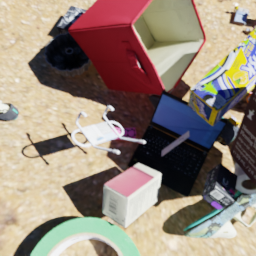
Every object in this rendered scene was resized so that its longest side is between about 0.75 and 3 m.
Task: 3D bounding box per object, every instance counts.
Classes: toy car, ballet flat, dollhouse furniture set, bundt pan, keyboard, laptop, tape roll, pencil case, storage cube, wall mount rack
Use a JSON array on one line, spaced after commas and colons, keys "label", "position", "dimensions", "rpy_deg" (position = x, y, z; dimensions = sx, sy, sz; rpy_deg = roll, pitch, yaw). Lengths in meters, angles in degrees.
[{"label": "toy car", "position": [3.524, -0.661, 8.277], "dimensions": [1.403, 0.688, 0.467], "rpy_deg": [-36, 76, -28]}, {"label": "ballet flat", "position": [2.809, 2.405, 7.581], "dimensions": [2.730, 1.014, 1.014], "rpy_deg": [-31, 68, -12]}, {"label": "dollhouse furniture set", "position": [4.649, -4.337, 10.901], "dimensions": [1.159, 0.756, 1.094], "rpy_deg": [19, 66, 9]}, {"label": "bundt pan", "position": [-2.067, -2.562, 10.102], "dimensions": [1.778, 0.667, 1.778], "rpy_deg": [0, 65, 0]}, {"label": "ballet flat", "position": [1.901, -0.173, 8.756], "dimensions": [2.955, 1.079, 1.079], "rpy_deg": [21, 66, 10]}, {"label": "keyboard", "position": [1.314, 0.453, 7.854], "dimensions": [0.055, 1.030, 0.290], "rpy_deg": [44, 28, -10]}, {"label": "laptop", "position": [1.355, 0.501, 8.065], "dimensions": [2.031, 1.183, 2.291], "rpy_deg": [27, 80, 10]}, {"label": "tape roll", "position": [3.216, 1.281, 7.390], "dimensions": [0.828, 0.828, 0.569], "rpy_deg": [17, 46, 8]}, {"label": "pencil case", "position": [-0.201, 0.173, 8.946], "dimensions": [0.916, 0.415, 0.429], "rpy_deg": [1, 98, -1]}, {"label": "storage cube", "position": [0.379, -2.856, 8.644], "dimensions": [2.688, 2.556, 2.990], "rpy_deg": [13, 60, 42]}, {"label": "tape roll", "position": [-1.058, 3.815, 6.942], "dimensions": [2.995, 0.720, 2.995], "rpy_deg": [-1, 62, 2]}, {"label": "ballet flat", "position": [-4.594, -0.606, 9.168], "dimensions": [1.940, 0.709, 0.709], "rpy_deg": [3, 64, 2]}, {"label": "wall mount rack", "position": [-0.482, 0.141, 7.025], "dimensions": [1.717, 0.640, 1.491], "rpy_deg": [-18, 60, -48]}]

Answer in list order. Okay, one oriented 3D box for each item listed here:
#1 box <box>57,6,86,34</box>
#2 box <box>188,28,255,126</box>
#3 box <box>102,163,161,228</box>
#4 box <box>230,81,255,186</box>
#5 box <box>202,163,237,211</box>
[{"label": "box", "position": [-1.934, -3.950, 10.784], "dimensions": [1.093, 0.625, 1.201], "rpy_deg": [18, 65, 10]}, {"label": "box", "position": [2.898, -1.433, 7.248], "dimensions": [2.902, 1.017, 0.933], "rpy_deg": [-42, 69, -7]}, {"label": "box", "position": [0.106, 1.722, 7.390], "dimensions": [0.808, 0.948, 1.482], "rpy_deg": [21, 28, 33]}, {"label": "box", "position": [3.688, 0.210, 6.119], "dimensions": [1.764, 2.148, 1.782], "rpy_deg": [-5, 36, -14]}, {"label": "box", "position": [2.251, 1.426, 6.858], "dimensions": [0.578, 0.502, 0.946], "rpy_deg": [37, 41, -2]}]
